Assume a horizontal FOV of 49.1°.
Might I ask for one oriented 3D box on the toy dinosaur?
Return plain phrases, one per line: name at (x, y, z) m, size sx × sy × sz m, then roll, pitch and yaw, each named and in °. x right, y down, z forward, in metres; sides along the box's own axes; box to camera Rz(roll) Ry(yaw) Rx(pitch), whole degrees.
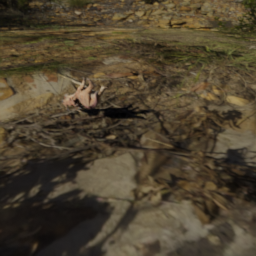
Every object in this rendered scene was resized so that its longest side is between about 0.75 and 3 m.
toy dinosaur at (-2.007, -1.395, 13.583) m, size 1.135 × 1.793 × 2.645 m, roll 21°, pitch 3°, yaw -39°
